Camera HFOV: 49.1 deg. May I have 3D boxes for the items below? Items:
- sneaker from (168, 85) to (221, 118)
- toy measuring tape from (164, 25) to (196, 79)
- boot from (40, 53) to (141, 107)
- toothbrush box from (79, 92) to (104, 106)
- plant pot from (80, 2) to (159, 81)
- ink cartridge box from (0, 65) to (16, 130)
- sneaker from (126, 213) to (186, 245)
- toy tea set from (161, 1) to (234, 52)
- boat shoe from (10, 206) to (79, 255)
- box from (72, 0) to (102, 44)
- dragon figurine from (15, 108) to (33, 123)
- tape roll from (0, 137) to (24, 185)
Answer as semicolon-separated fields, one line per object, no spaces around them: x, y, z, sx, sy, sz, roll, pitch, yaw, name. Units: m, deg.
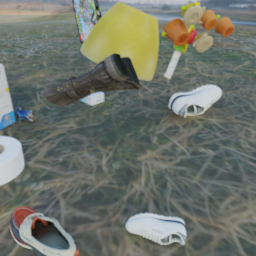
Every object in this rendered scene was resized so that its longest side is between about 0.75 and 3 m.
3.037;-1.052;11.881;2.650;1.012;1.067;-20;41;-22;sneaker
2.093;-3.385;11.627;1.010;2.747;1.010;23;11;-5;toy measuring tape
-0.787;-1.003;6.537;1.855;0.738;2.131;-22;-9;18;boot
-1.739;-1.456;13.072;0.754;0.439;1.030;-24;37;-39;toothbrush box
-0.037;-2.651;8.246;2.341;1.662;2.341;20;22;-8;plant pot
-5.536;-1.082;10.174;1.700;2.350;1.730;13;29;24;ink cartridge box
0.576;2.158;5.887;1.272;0.486;0.512;1;36;5;sneaker
2.476;-3.626;9.970;2.687;1.598;0.994;2;50;-36;toy tea set
-1.757;2.124;5.670;0.781;0.686;2.193;-26;35;-38;boat shoe
-1.766;-4.936;12.313;1.218;2.214;0.384;-23;-17;34;box
-4.161;-0.447;11.090;0.696;0.412;1.399;-8;27;-15;dragon figurine
-4.005;0.946;8.042;1.878;0.657;1.878;0;27;0;tape roll
